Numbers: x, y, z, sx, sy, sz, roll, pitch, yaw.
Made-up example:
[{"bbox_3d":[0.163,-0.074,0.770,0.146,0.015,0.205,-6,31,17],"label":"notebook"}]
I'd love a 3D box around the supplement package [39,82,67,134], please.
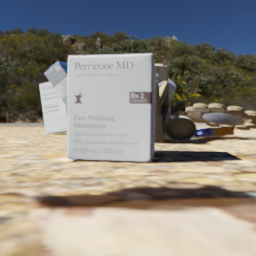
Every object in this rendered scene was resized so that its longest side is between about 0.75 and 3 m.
[{"bbox_3d":[-3.189,-0.971,13.429,1.304,2.381,1.354,-8,-2,20],"label":"supplement package"}]

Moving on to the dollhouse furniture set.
[{"bbox_3d":[-0.161,-0.835,8.973,2.720,1.906,1.917,0,26,16],"label":"dollhouse furniture set"}]

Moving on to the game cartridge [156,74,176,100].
[{"bbox_3d":[0.529,-1.519,11.137,2.496,1.662,0.518,16,31,-8],"label":"game cartridge"}]

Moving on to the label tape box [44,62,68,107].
[{"bbox_3d":[-2.082,-1.431,12.101,0.913,2.763,1.980,-33,-2,18],"label":"label tape box"}]

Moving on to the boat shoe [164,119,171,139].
[{"bbox_3d":[0.409,0.023,9.974,2.409,0.725,0.859,1,-3,17],"label":"boat shoe"}]

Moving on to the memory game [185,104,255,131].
[{"bbox_3d":[3.571,-0.368,10.459,2.924,0.186,2.924,12,-11,2],"label":"memory game"}]

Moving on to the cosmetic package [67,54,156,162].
[{"bbox_3d":[-0.222,-0.347,5.288,1.470,1.783,1.471,0,2,8],"label":"cosmetic package"}]

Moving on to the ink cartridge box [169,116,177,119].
[{"bbox_3d":[1.662,-0.074,11.491,0.842,0.838,1.147,0,4,-13],"label":"ink cartridge box"}]

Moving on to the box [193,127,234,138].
[{"bbox_3d":[2.984,0.178,10.288,1.759,0.365,1.047,-4,-3,-42],"label":"box"}]

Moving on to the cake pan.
[{"bbox_3d":[1.553,0.014,8.305,0.923,0.923,0.169,0,38,10],"label":"cake pan"}]
